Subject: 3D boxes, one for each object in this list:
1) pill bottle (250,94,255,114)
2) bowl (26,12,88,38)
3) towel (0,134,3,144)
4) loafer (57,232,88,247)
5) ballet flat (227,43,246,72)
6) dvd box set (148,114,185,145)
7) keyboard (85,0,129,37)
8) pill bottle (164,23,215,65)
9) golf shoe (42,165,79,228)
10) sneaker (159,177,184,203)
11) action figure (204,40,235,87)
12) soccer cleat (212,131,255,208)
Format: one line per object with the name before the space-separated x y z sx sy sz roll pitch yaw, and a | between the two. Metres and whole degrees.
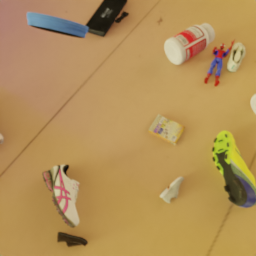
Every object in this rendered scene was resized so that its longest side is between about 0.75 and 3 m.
pill bottle | 5.804 -1.324 10.618 2.227 1.161 1.161 -35 67 -18
bowl | -2.346 -3.388 9.358 2.017 2.017 0.396 14 103 8
towel | -6.156 0.316 10.157 2.431 0.410 2.546 -37 68 -19
loafer | -1.703 3.449 8.498 0.999 0.365 0.356 10 68 14
ballet flat | 4.697 -3.125 11.952 0.627 0.627 1.748 19 62 10
dvd box set | 1.436 0.059 10.429 1.141 0.168 0.835 26 65 14
keyboard | -0.837 -5.302 13.295 1.594 0.340 2.654 18 63 17
pill bottle | 2.636 -3.618 11.885 2.028 1.138 1.138 -32 66 -17
golf shoe | -1.970 2.102 8.962 0.980 0.773 2.129 -25 64 -13
sneaker | 1.533 2.055 9.258 1.033 0.391 0.475 -42 76 -12
action figure | 3.781 -2.896 11.577 0.719 1.090 2.202 18 60 9
soccer cleat | 3.633 1.368 9.483 1.139 0.881 2.724 13 53 -27
